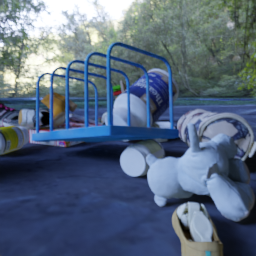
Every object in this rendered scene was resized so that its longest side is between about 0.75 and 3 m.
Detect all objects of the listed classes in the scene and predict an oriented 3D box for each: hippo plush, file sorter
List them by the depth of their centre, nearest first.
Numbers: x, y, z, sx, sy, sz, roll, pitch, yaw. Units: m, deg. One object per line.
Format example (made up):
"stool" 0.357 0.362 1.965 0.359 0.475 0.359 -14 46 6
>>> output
"hippo plush" 0.900 0.775 3.878 1.208 1.197 1.503 -29 -22 33
"file sorter" -0.635 -0.594 6.632 2.060 1.821 2.968 4 -7 -44

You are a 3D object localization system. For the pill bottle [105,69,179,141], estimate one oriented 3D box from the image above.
"pill bottle" 0.437 -0.732 9.038 1.391 1.391 2.507 8 42 44

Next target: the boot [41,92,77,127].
"boot" -2.376 -0.614 8.905 0.999 0.491 1.396 26 38 9

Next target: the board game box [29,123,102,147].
"board game box" -1.939 0.183 8.983 1.442 0.441 1.903 4 9 27

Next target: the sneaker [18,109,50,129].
"sneaker" -2.712 -0.251 8.933 0.799 0.689 1.822 5 7 7

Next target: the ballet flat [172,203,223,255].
"ballet flat" 0.752 1.053 2.998 0.490 0.450 1.427 0 8 2

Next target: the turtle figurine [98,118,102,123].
"turtle figurine" -1.141 -0.181 11.316 0.733 0.493 0.979 8 18 28

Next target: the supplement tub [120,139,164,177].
"supplement tub" 0.289 0.588 5.578 0.633 0.633 0.873 5 10 29

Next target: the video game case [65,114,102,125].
"video game case" -1.612 -0.240 9.920 1.105 0.127 1.007 18 -13 -27

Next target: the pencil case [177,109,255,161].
"pencil case" 1.924 0.146 6.496 1.238 1.077 2.768 9 6 1

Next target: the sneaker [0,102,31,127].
"sneaker" -5.186 -0.712 11.086 2.842 1.243 1.048 -3 8 -8

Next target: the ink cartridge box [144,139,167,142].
"ink cartridge box" 0.572 0.292 9.015 0.933 0.234 1.075 -6 10 -31

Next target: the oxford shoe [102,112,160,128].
"oxford shoe" 0.032 -0.022 9.984 2.238 0.841 0.646 11 50 17

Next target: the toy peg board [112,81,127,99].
"toy peg board" -0.343 -1.406 13.339 0.625 1.273 1.278 -12 -10 9

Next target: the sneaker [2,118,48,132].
"sneaker" -3.507 -0.229 10.326 2.165 0.808 0.873 1 2 -1

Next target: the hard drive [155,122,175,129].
"hard drive" 1.349 -0.055 11.566 0.951 0.183 1.442 0 8 1

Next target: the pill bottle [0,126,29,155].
"pill bottle" -3.168 0.303 7.342 0.681 0.681 1.212 2 8 15
